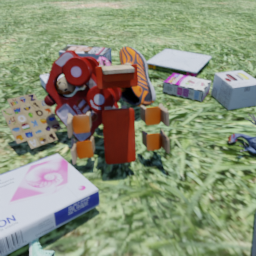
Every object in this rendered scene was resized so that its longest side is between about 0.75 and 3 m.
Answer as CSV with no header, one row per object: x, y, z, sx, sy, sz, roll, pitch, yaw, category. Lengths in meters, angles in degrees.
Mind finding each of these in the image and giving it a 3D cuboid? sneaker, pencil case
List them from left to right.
-1.807,2.598,5.928,0.518,0.323,0.879,-12,44,-7,sneaker
-1.453,-2.192,11.185,1.839,0.761,0.796,-15,55,40,pencil case
0.075,-2.002,10.631,1.461,1.012,2.608,-10,72,-51,sneaker

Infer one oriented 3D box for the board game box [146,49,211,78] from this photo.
2.860,-3.662,15.613,2.831,0.366,2.830,18,36,24,board game box

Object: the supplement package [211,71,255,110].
4.520,-1.625,11.809,1.368,1.052,1.430,-9,35,-13,supplement package

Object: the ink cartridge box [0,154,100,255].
-2.693,1.583,6.885,2.880,0.635,2.934,-21,34,-35,ink cartridge box

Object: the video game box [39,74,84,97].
-2.696,-2.035,12.932,2.119,0.544,2.326,-20,38,-24,video game box

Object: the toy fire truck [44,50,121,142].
-1.555,-1.012,8.816,2.111,2.514,1.409,-39,7,15,toy fire truck

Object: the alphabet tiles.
-3.136,-0.253,9.190,1.545,0.059,1.857,-22,77,-36,alphabet tiles

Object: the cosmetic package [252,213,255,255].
3.237,2.307,6.028,0.925,0.781,1.732,14,38,22,cosmetic package

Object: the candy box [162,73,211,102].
2.632,-1.843,12.602,1.846,0.563,1.259,17,37,25,candy box

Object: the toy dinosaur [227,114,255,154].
4.074,0.686,8.808,1.097,2.089,1.896,-40,14,-4,toy dinosaur

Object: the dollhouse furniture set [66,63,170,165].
-0.265,-0.284,7.464,2.756,2.726,1.420,-6,19,-6,dollhouse furniture set

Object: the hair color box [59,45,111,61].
-2.383,-4.022,15.765,2.645,0.802,1.309,7,34,11,hair color box
